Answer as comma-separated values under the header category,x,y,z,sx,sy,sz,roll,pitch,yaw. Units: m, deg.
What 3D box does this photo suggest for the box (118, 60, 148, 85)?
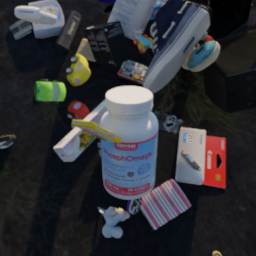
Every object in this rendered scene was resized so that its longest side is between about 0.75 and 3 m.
category,x,y,z,sx,sy,sz,roll,pitch,yaw
box,0.282,-2.465,12.340,1.266,0.253,0.867,21,64,11

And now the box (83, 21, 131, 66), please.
category,x,y,z,sx,sy,sz,roll,pitch,yaw
box,-0.798,-3.123,10.398,0.768,1.374,1.947,-26,26,-19

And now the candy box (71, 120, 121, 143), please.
category,x,y,z,sx,sy,sz,roll,pitch,yaw
candy box,-0.681,0.088,6.209,0.558,1.092,0.144,2,70,39

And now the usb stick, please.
category,x,y,z,sx,sy,sz,roll,pitch,yaw
usb stick,-2.810,-4.605,13.316,0.683,0.402,2.463,25,60,-21

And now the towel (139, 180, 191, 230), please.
category,x,y,z,sx,sy,sz,roll,pitch,yaw
towel,1.231,2.629,9.685,1.575,0.236,1.152,-29,65,-11

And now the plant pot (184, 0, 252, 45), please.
category,x,y,z,sx,sy,sz,roll,pitch,yaw
plant pot,3.195,-4.993,10.904,2.438,2.432,2.163,-35,56,-12

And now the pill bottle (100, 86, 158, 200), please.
category,x,y,z,sx,sy,sz,roll,pitch,yaw
pill bottle,0.021,0.406,7.515,1.530,2.813,1.530,0,30,0

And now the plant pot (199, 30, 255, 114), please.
category,x,y,z,sx,sy,sz,roll,pitch,yaw
plant pot,3.536,-1.607,8.806,2.028,2.023,1.799,-13,38,9

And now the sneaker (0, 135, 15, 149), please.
category,x,y,z,sx,sy,sz,roll,pitch,yaw
sneaker,-4.958,0.541,10.548,1.343,0.608,0.446,-19,65,-10

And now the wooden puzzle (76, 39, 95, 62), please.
category,x,y,z,sx,sy,sz,roll,pitch,yaw
wooden puzzle,-1.668,-3.502,12.881,1.239,0.310,1.338,12,58,6

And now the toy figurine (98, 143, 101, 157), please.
category,x,y,z,sx,sy,sz,roll,pitch,yaw
toy figurine,-0.297,0.614,9.657,1.375,1.945,1.976,-11,40,-3

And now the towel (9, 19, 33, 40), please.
category,x,y,z,sx,sy,sz,roll,pitch,yaw
towel,-5.166,-4.811,13.568,1.022,0.176,0.984,-33,64,-2

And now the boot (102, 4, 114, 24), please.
category,x,y,z,sx,sy,sz,roll,pitch,yaw
boot,-0.378,-5.534,13.456,0.837,1.086,2.241,32,66,24

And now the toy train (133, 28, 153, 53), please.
category,x,y,z,sx,sy,sz,roll,pitch,yaw
toy train,0.960,-2.928,9.750,1.652,0.459,1.241,9,49,-4

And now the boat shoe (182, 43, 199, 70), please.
category,x,y,z,sx,sy,sz,roll,pitch,yaw
boat shoe,2.816,-3.462,12.653,0.668,0.627,1.812,13,63,7

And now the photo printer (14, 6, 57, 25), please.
category,x,y,z,sx,sy,sz,roll,pitch,yaw
photo printer,-3.015,-3.641,9.083,0.935,1.124,0.390,11,103,16

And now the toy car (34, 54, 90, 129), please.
category,x,y,z,sx,sy,sz,roll,pitch,yaw
toy car,-1.740,-0.996,8.077,0.542,2.288,2.432,4,97,23

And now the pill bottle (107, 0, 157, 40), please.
category,x,y,z,sx,sy,sz,roll,pitch,yaw
pill bottle,0.291,-4.683,10.497,1.414,1.414,2.474,32,110,16

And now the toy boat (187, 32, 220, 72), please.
category,x,y,z,sx,sy,sz,roll,pitch,yaw
toy boat,2.187,-2.302,8.272,0.646,1.169,1.390,36,55,-15

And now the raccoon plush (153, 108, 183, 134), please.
category,x,y,z,sx,sy,sz,roll,pitch,yaw
raccoon plush,1.261,-0.168,9.054,0.927,1.384,0.669,24,94,11

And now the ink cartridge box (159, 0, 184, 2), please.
category,x,y,z,sx,sy,sz,roll,pitch,yaw
ink cartridge box,1.445,-5.849,10.410,0.548,2.318,1.855,-37,38,-7

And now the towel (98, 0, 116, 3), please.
category,x,y,z,sx,sy,sz,roll,pitch,yaw
towel,0.006,-6.410,13.601,2.466,0.611,1.821,-24,26,-31

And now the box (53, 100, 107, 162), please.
category,x,y,z,sx,sy,sz,roll,pitch,yaw
box,-0.965,-0.087,7.804,2.559,0.530,0.495,-49,116,-33

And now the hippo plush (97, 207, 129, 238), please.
category,x,y,z,sx,sy,sz,roll,pitch,yaw
hippo plush,-0.540,3.086,9.057,1.094,0.871,0.880,8,62,4

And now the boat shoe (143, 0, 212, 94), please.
category,x,y,z,sx,sy,sz,roll,pitch,yaw
boat shoe,1.089,-2.492,8.322,1.353,1.089,2.917,39,93,23

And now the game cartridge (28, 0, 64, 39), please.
category,x,y,z,sx,sy,sz,roll,pitch,yaw
game cartridge,-3.994,-5.455,13.838,1.562,0.474,2.342,-14,63,-12

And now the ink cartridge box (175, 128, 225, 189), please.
category,x,y,z,sx,sy,sz,roll,pitch,yaw
ink cartridge box,2.740,1.076,10.356,1.812,0.460,2.057,8,63,5

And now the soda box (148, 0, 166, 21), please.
category,x,y,z,sx,sy,sz,roll,pitch,yaw
soda box,1.765,-6.096,14.006,2.194,0.704,0.744,-18,63,-8

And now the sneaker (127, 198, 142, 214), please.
category,x,y,z,sx,sy,sz,roll,pitch,yaw
sneaker,0.103,2.271,9.654,0.630,0.609,1.510,-16,41,20

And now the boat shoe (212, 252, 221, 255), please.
category,x,y,z,sx,sy,sz,roll,pitch,yaw
boat shoe,2.845,4.393,8.667,0.383,0.331,1.051,2,62,1
